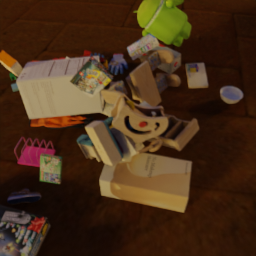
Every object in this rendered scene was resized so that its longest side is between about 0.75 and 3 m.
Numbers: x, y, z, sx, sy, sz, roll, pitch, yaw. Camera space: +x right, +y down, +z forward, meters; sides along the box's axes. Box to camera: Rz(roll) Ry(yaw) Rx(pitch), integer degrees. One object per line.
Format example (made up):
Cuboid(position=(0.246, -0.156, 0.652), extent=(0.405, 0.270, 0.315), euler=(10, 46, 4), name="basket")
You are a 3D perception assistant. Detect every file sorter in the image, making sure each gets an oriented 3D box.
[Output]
Cuboid(position=(-3.314, 0.835, 9.947), extent=(1.126, 0.706, 0.782), euler=(7, 46, 7), name="file sorter")

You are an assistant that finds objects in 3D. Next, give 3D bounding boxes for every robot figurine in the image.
Cuboid(position=(1.561, -4.819, 12.583), extent=(2.622, 2.301, 1.517), euler=(28, 59, -15), name="robot figurine")

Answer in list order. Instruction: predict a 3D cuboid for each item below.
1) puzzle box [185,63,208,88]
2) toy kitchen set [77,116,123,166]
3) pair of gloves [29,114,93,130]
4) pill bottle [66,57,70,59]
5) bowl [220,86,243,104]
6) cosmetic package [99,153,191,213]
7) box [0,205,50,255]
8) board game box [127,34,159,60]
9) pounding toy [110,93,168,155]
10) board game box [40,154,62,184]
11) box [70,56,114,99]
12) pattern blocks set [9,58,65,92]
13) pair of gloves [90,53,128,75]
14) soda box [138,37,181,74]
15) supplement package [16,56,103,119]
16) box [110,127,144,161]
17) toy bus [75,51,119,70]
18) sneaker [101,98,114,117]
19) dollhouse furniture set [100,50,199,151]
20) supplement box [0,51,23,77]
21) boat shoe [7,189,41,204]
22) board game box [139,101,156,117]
Cuboid(position=(3.223, -2.470, 13.195), extent=(0.883, 0.169, 1.328), euler=(-2, 64, 2), name="puzzle box")
Cuboid(position=(-0.644, 0.069, 9.051), extent=(1.761, 1.295, 2.198), euler=(-35, 20, -26), name="toy kitchen set")
Cuboid(position=(-2.713, -1.066, 11.637), extent=(2.531, 0.351, 2.840), euler=(1, 50, -8), name="pair of gloves")
Cuboid(position=(-2.821, -2.786, 12.616), extent=(0.427, 0.427, 0.769), euler=(31, 92, 26), name="pill bottle")
Cuboid(position=(4.464, -1.364, 12.252), extent=(0.964, 0.433, 0.964), euler=(0, 46, 0), name="bowl")
Cuboid(position=(0.580, 1.629, 9.004), extent=(2.722, 0.968, 1.432), euler=(8, 48, 8), name="cosmetic package")
Cuboid(position=(-3.988, 3.162, 7.783), extent=(2.962, 0.591, 2.028), euler=(11, 47, 10), name="box")
Cuboid(position=(0.505, -2.991, 10.250), extent=(1.052, 0.268, 1.565), euler=(-29, 22, 10), name="board game box")
Cuboid(position=(0.495, -0.037, 7.994), extent=(1.191, 2.083, 1.195), euler=(-39, 39, 22), name="pounding toy")
Cuboid(position=(-2.356, 1.259, 8.539), extent=(0.635, 0.944, 0.137), euler=(10, 26, 0), name="board game box")
Cuboid(position=(-1.147, -1.540, 8.746), extent=(0.898, 1.314, 0.248), euler=(39, 51, -17), name="box")
Cuboid(position=(-4.270, -2.548, 13.531), extent=(2.778, 0.225, 2.442), euler=(-12, 47, -11), name="pattern blocks set")
Cuboid(position=(-1.133, -3.271, 14.234), extent=(2.208, 0.252, 1.775), euler=(0, 44, -2), name="pair of gloves")
Cuboid(position=(1.330, -3.392, 13.008), extent=(2.265, 0.718, 0.773), euler=(36, 67, 30), name="soda box")
Cuboid(position=(-2.341, -1.503, 10.292), extent=(2.736, 1.599, 1.605), euler=(-5, 36, 0), name="supplement package")
Cuboid(position=(-0.108, 0.372, 8.640), extent=(1.067, 0.581, 0.682), euler=(56, 27, 0), name="box")
Cuboid(position=(-1.455, -2.369, 11.468), extent=(1.511, 1.602, 0.828), euler=(20, 70, -37), name="toy bus")
Cuboid(position=(-0.317, -0.527, 11.179), extent=(0.966, 0.896, 2.384), euler=(-5, 45, -44), name="sneaker")
Cuboid(position=(1.022, -0.820, 9.639), extent=(1.869, 2.873, 2.639), euler=(15, 49, 45), name="dollhouse furniture set")
Cuboid(position=(-4.189, -2.274, 9.999), extent=(0.613, 0.972, 0.357), euler=(38, 80, 0), name="supplement box")
Cuboid(position=(-3.295, 2.143, 8.922), extent=(1.035, 0.374, 0.375), euler=(-5, 45, -5), name="boat shoe")
Cuboid(position=(0.482, -0.185, 9.416), extent=(0.627, 1.218, 0.639), euler=(41, 60, 21), name="board game box")
